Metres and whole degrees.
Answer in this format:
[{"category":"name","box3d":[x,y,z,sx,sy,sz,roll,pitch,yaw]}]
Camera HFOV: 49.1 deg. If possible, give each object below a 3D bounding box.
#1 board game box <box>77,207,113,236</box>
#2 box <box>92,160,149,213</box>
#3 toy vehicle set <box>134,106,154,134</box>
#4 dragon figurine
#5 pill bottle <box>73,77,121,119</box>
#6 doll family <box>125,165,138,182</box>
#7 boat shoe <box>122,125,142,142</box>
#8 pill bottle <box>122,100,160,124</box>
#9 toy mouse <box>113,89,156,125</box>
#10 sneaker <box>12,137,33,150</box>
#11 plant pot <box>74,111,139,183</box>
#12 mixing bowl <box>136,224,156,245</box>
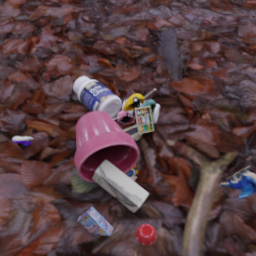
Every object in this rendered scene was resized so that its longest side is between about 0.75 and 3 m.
[{"category":"board game box","box3d":[-1.124,3.356,9.654,1.099,1.100,0.339,39,41,-3]},{"category":"box","box3d":[-0.309,2.188,10.508,2.071,0.851,0.708,36,57,9]},{"category":"toy vehicle set","box3d":[0.675,-0.331,11.701,0.666,1.072,0.142,-13,12,-14]},{"category":"dragon figurine","box3d":[4.158,2.105,9.950,0.673,2.286,1.137,-12,65,-39]},{"category":"pill bottle","box3d":[-1.597,-1.508,13.763,1.362,1.362,2.453,-35,57,-26]},{"category":"doll family","box3d":[0.135,1.781,11.543,0.515,0.374,0.830,-9,55,-2]},{"category":"boat shoe","box3d":[0.164,0.306,12.671,2.271,0.808,0.710,-19,93,-19]},{"category":"pill bottle","box3d":[0.595,-0.829,13.473,1.693,0.940,0.940,14,51,12]},{"category":"toy mouse","box3d":[0.338,-0.755,12.442,2.518,2.238,0.487,-30,63,9]},{"category":"sneaker","box3d":[-4.526,0.676,11.970,0.378,1.087,0.541,18,95,21]},{"category":"plant pot","box3d":[-1.060,0.614,11.059,2.418,2.418,2.164,-16,51,-14]},{"category":"mixing bowl","box3d":[0.649,3.713,9.909,0.751,0.407,0.751,0,50,0]}]
